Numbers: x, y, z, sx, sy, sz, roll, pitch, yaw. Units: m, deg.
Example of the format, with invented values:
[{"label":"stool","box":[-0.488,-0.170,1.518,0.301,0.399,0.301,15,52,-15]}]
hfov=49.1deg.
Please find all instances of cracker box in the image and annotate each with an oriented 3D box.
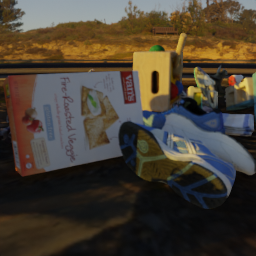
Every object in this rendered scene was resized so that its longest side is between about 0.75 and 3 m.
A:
[{"label":"cracker box","box":[-0.999,-0.201,5.863,2.721,1.823,0.785,-9,6,-30]}]

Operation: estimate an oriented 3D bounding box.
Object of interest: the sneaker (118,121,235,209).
[{"label":"sneaker","box":[0.775,0.533,4.991,2.321,0.879,0.894,32,35,31]}]

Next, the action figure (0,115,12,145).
[{"label":"action figure","box":[-3.046,0.009,7.672,0.845,0.451,1.299,23,27,0]}]

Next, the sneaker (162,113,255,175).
[{"label":"sneaker","box":[1.496,0.470,5.607,2.115,0.921,0.788,26,-9,39]}]

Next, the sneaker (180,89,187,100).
[{"label":"sneaker","box":[2.372,-1.694,13.529,1.108,0.725,1.918,-4,26,-31]}]

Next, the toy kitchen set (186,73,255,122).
[{"label":"toy kitchen set","box":[3.436,-0.848,9.613,2.241,1.648,2.798,-2,-5,-5]}]

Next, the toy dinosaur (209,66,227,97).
[{"label":"toy dinosaur","box":[3.671,-1.734,12.439,2.216,1.133,0.853,-40,5,-28]}]

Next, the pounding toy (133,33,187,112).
[{"label":"pounding toy","box":[1.459,-2.195,11.110,2.022,2.844,2.618,6,17,21]}]

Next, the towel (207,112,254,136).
[{"label":"towel","box":[2.556,-0.285,8.979,2.781,0.331,2.043,8,17,24]}]

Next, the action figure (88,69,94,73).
[{"label":"action figure","box":[-1.985,-2.350,15.635,2.028,1.359,1.510,5,53,44]}]

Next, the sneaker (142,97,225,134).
[{"label":"sneaker","box":[1.416,-0.303,7.609,2.544,1.134,0.999,10,17,37]}]

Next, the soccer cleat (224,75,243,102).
[{"label":"soccer cleat","box":[4.333,-1.506,11.389,0.617,1.449,0.497,-15,39,-7]}]

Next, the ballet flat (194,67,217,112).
[{"label":"ballet flat","box":[2.853,-1.369,10.040,0.644,1.790,0.644,-11,1,0]}]
